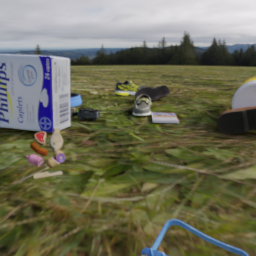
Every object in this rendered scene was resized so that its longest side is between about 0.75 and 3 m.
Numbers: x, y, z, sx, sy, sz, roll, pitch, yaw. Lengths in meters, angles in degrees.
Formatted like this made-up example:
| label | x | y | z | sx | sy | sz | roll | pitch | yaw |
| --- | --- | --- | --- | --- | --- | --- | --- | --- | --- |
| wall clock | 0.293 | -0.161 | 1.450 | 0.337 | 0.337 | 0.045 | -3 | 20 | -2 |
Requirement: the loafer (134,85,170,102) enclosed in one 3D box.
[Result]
| label | x | y | z | sx | sy | sz | roll | pitch | yaw |
| --- | --- | --- | --- | --- | --- | --- | --- | --- | --- |
| loafer | 1.207 | -1.650 | 14.599 | 2.129 | 0.777 | 0.756 | -11 | -18 | -30 |

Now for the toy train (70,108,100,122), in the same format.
| label | x | y | z | sx | sy | sz | roll | pitch | yaw |
| --- | --- | --- | --- | --- | --- | --- | --- | --- | --- |
| toy train | -2.536 | -0.601 | 10.886 | 2.992 | 0.510 | 0.685 | 4 | 11 | 11 |

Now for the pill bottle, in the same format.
| label | x | y | z | sx | sy | sz | roll | pitch | yaw |
| --- | --- | --- | --- | --- | --- | --- | --- | --- | --- |
| pill bottle | 4.912 | -1.100 | 10.643 | 1.593 | 1.593 | 2.825 | 7 | 17 | 25 |

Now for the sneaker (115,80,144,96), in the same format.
| label | x | y | z | sx | sy | sz | roll | pitch | yaw |
| --- | --- | --- | --- | --- | --- | --- | --- | --- | --- |
| sneaker | 0.187 | -2.381 | 16.580 | 2.059 | 0.871 | 0.767 | -9 | 19 | -29 |

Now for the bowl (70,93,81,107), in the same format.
| label | x | y | z | sx | sy | sz | roll | pitch | yaw |
| --- | --- | --- | --- | --- | --- | --- | --- | --- | --- |
| bowl | -3.444 | -1.400 | 13.880 | 2.233 | 0.438 | 2.233 | 0 | 15 | 0 |

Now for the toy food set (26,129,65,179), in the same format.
| label | x | y | z | sx | sy | sz | roll | pitch | yaw |
| --- | --- | --- | --- | --- | --- | --- | --- | --- | --- |
| toy food set | -1.615 | 0.436 | 5.455 | 0.718 | 0.178 | 1.129 | -7 | 50 | -16 |

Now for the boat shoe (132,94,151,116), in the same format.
| label | x | y | z | sx | sy | sz | roll | pitch | yaw |
| --- | --- | --- | --- | --- | --- | --- | --- | --- | --- |
| boat shoe | 0.601 | -0.978 | 11.968 | 0.764 | 0.639 | 2.137 | 2 | 16 | 5 |

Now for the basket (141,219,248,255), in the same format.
| label | x | y | z | sx | sy | sz | roll | pitch | yaw |
| --- | --- | --- | --- | --- | --- | --- | --- | --- | --- |
| basket | 0.533 | 1.485 | 2.732 | 0.965 | 0.761 | 1.094 | 15 | 50 | 41 |

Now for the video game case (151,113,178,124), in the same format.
| label | x | y | z | sx | sy | sz | roll | pitch | yaw |
| --- | --- | --- | --- | --- | --- | --- | --- | --- | --- |
| video game case | 1.389 | -0.390 | 10.776 | 0.944 | 0.115 | 1.320 | 2 | 15 | 2 |

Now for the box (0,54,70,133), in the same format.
| label | x | y | z | sx | sy | sz | roll | pitch | yaw |
| --- | --- | --- | --- | --- | --- | --- | --- | --- | --- |
| box | -3.339 | -1.175 | 9.240 | 2.564 | 2.358 | 1.345 | 5 | 12 | 13 |

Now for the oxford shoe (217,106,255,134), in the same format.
| label | x | y | z | sx | sy | sz | roll | pitch | yaw |
| --- | --- | --- | --- | --- | --- | --- | --- | --- | --- |
| oxford shoe | 4.264 | -0.362 | 8.835 | 2.769 | 0.988 | 0.987 | 1 | 17 | 20 |
